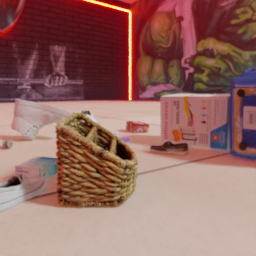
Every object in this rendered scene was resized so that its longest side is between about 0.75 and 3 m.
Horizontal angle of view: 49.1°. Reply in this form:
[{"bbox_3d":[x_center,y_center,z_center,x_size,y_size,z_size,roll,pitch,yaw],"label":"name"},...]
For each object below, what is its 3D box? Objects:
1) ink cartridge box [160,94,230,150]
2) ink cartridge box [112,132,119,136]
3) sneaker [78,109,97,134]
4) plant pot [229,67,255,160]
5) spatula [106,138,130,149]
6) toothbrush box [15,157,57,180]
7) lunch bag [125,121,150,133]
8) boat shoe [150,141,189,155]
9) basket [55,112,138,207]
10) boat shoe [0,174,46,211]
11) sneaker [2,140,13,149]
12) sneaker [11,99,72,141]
[{"bbox_3d":[2.737,-0.332,10.700,2.548,1.876,1.843,5,10,35],"label":"ink cartridge box"},{"bbox_3d":[-0.765,0.253,12.660,0.648,0.227,0.797,2,12,12],"label":"ink cartridge box"},{"bbox_3d":[-2.086,-0.434,14.350,1.083,1.050,2.967,-1,8,-6],"label":"sneaker"},{"bbox_3d":[4.608,-0.402,8.467,2.836,2.836,2.550,7,17,41],"label":"plant pot"},{"bbox_3d":[-1.083,0.642,9.517,0.788,0.286,2.787,3,8,42],"label":"spatula"},{"bbox_3d":[-2.180,0.991,6.784,0.648,0.377,0.885,3,9,20],"label":"toothbrush box"},{"bbox_3d":[0.526,-0.044,13.817,1.072,0.499,1.217,2,8,-22],"label":"lunch bag"},{"bbox_3d":[1.341,0.630,9.178,1.282,0.416,0.461,4,9,24],"label":"boat shoe"},{"bbox_3d":[-0.551,0.516,5.876,1.521,1.588,2.131,0,7,1],"label":"basket"},{"bbox_3d":[-2.112,1.136,5.430,0.535,0.475,1.453,2,8,16],"label":"boat shoe"},{"bbox_3d":[-4.331,0.605,9.997,0.309,0.276,0.773,-7,5,-13],"label":"sneaker"},{"bbox_3d":[-3.484,-0.188,11.493,2.665,1.540,0.982,11,-3,9],"label":"sneaker"}]
